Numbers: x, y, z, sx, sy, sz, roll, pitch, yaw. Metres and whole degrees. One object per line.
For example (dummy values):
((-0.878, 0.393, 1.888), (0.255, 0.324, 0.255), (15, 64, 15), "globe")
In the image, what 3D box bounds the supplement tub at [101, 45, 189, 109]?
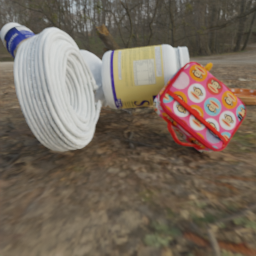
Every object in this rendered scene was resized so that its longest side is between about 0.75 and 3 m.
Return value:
((0.541, -1.479, 8.186), (2.368, 1.721, 1.721), (-4, 16, 8), "supplement tub")

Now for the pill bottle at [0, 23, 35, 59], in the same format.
((-2.840, -2.240, 7.553), (0.841, 0.841, 1.454), (-14, 44, -39), "pill bottle")

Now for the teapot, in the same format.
((-1.374, -1.216, 9.135), (1.715, 2.348, 2.317), (34, 4, 5), "teapot")

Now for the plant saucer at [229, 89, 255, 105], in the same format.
((5.601, -1.508, 13.506), (2.543, 0.411, 2.543), (0, 18, 0), "plant saucer")

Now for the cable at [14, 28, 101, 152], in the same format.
((-1.516, -0.839, 6.384), (0.940, 2.716, 2.716), (-10, 40, 11), "cable")

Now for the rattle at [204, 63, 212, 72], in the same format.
((2.137, -2.028, 9.580), (1.164, 0.758, 0.832), (8, 62, 42), "rattle")

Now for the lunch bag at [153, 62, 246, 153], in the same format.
((1.642, -0.383, 6.786), (2.027, 1.785, 0.830), (39, -15, -5), "lunch bag")

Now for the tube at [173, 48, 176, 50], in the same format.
((1.424, -1.579, 9.347), (0.599, 2.063, 0.536), (-4, 31, -16), "tube")
